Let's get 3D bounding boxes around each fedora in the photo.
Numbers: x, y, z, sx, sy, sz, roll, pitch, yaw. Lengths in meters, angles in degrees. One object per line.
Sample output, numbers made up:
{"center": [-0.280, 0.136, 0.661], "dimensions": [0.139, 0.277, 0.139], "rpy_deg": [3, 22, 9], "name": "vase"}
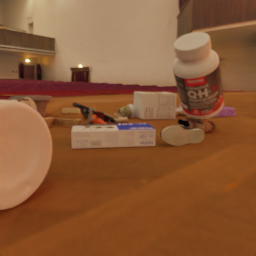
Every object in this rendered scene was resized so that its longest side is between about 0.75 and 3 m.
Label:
{"center": [-4.627, -1.015, 13.481], "dimensions": [2.054, 1.049, 2.322], "rpy_deg": [-4, 6, -27], "name": "fedora"}

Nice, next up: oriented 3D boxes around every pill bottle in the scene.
{"center": [2.299, -1.695, 9.288], "dimensions": [1.473, 2.660, 1.473], "rpy_deg": [-13, 40, 12], "name": "pill bottle"}
{"center": [-2.719, 0.270, 4.536], "dimensions": [2.700, 1.537, 1.537], "rpy_deg": [6, 11, 31], "name": "pill bottle"}

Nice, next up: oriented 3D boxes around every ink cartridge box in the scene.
{"center": [-0.447, 0.203, 8.011], "dimensions": [2.287, 0.506, 1.075], "rpy_deg": [-1, 11, -8], "name": "ink cartridge box"}

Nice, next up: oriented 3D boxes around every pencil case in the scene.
{"center": [-4.934, -0.625, 11.149], "dimensions": [1.213, 1.055, 2.712], "rpy_deg": [27, 20, 20], "name": "pencil case"}

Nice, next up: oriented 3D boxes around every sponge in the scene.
{"center": [4.136, -0.976, 15.118], "dimensions": [1.665, 0.445, 2.985], "rpy_deg": [-4, 12, -19], "name": "sponge"}

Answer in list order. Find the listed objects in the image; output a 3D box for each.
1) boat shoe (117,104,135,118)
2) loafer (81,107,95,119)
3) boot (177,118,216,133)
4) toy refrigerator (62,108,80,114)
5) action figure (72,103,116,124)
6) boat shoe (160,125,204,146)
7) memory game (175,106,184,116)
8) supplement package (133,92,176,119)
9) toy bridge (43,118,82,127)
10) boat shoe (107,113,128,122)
{"center": [-0.096, -0.762, 13.721], "dimensions": [0.558, 0.648, 1.801], "rpy_deg": [-15, 3, -12], "name": "boat shoe"}
{"center": [-1.825, -0.612, 12.882], "dimensions": [0.567, 0.613, 1.629], "rpy_deg": [-16, 9, -16], "name": "loafer"}
{"center": [2.293, -0.205, 10.067], "dimensions": [1.179, 0.566, 1.613], "rpy_deg": [1, 13, -23], "name": "boot"}
{"center": [-3.093, -0.920, 15.223], "dimensions": [0.887, 0.310, 0.337], "rpy_deg": [1, 3, 3], "name": "toy refrigerator"}
{"center": [-1.250, -0.229, 9.683], "dimensions": [1.651, 0.863, 1.597], "rpy_deg": [23, 0, -12], "name": "action figure"}
{"center": [1.478, 0.207, 8.004], "dimensions": [1.522, 0.575, 0.459], "rpy_deg": [8, 5, -31], "name": "boat shoe"}
{"center": [2.815, -0.953, 14.622], "dimensions": [1.734, 0.110, 1.734], "rpy_deg": [-16, 14, 4], "name": "memory game"}
{"center": [1.239, -1.103, 13.498], "dimensions": [1.656, 1.218, 1.583], "rpy_deg": [-1, 10, -14], "name": "supplement package"}
{"center": [-3.101, -0.191, 10.700], "dimensions": [2.794, 0.380, 0.939], "rpy_deg": [1, 7, 8], "name": "toy bridge"}
{"center": [-0.558, -0.444, 12.048], "dimensions": [1.132, 0.387, 0.423], "rpy_deg": [-2, 1, -17], "name": "boat shoe"}
